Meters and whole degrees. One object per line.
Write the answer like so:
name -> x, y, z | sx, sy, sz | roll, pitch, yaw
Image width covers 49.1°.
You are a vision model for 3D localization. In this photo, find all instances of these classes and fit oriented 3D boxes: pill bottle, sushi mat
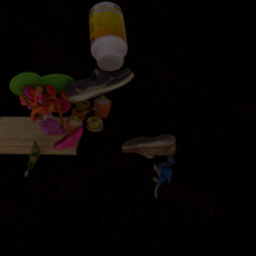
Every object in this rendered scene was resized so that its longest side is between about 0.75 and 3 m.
pill bottle -> -0.755, -3.372, 10.457 | 1.329, 1.329, 2.433 | -6, 63, -3
sushi mat -> -3.031, 0.250, 9.435 | 2.816, 0.170, 1.347 | 0, 65, 0

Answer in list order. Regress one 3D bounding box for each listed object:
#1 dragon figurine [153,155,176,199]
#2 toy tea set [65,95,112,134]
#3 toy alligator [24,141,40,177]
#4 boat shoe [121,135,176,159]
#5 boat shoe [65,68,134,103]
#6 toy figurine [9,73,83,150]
dragon figurine -> 1.153, 1.478, 8.734 | 0.700, 0.414, 1.407 | 4, 63, 2
toy tea set -> -1.269, -0.535, 9.011 | 1.240, 0.772, 2.085 | 11, 30, 2
toy alligator -> -3.000, 1.002, 8.895 | 0.279, 0.385, 1.162 | 16, 89, -26
boat shoe -> 0.634, 0.668, 8.823 | 1.798, 0.645, 0.681 | -6, 18, 26
boat shoe -> -0.916, -1.532, 9.109 | 2.333, 0.756, 0.839 | -25, 22, -14
toy figurine -> -2.274, -0.369, 8.522 | 1.752, 2.334, 2.148 | -37, 62, 20
